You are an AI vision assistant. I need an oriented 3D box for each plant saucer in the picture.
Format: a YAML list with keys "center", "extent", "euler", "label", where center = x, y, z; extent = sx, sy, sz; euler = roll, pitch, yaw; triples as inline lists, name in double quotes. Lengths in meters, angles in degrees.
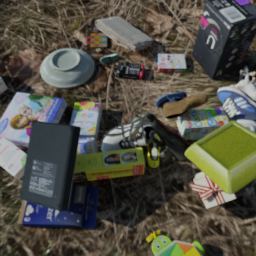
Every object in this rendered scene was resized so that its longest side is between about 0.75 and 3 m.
- center: [2.993, 0.622, 8.108]
  extent: [2.083, 0.499, 2.080]
  euler: [-30, 37, -9]
  label: "plant saucer"
- center: [-2.737, -2.837, 12.452]
  extent: [2.425, 0.609, 2.425]
  euler: [0, 57, 0]
  label: "plant saucer"

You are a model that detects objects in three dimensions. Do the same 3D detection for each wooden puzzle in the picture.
- center: [-1.526, -4.250, 13.644]
  extent: [0.993, 0.118, 1.675]
  euler: [-2, 57, -1]
  label: "wooden puzzle"

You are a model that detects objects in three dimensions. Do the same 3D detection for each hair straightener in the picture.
- center: [1.286, 0.431, 9.309]
  extent: [0.568, 2.778, 1.069]
  euler: [-11, 52, 36]
  label: "hair straightener"

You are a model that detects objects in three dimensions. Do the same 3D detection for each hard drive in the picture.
- center: [-2.428, 1.090, 8.624]
  extent: [1.753, 0.413, 2.511]
  euler: [7, 87, 27]
  label: "hard drive"

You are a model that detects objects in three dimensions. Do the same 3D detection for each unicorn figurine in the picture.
- center: [4.847, -1.600, 11.268]
  extent: [1.296, 0.697, 1.887]
  euler: [-38, 52, -14]
  label: "unicorn figurine"

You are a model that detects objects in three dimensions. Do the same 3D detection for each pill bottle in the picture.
- center: [-1.723, 0.693, 10.127]
  extent: [1.106, 0.620, 0.620]
  euler: [-4, 57, 7]
  label: "pill bottle"

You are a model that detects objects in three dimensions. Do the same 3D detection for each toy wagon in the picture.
- center: [1.423, 4.117, 8.030]
  extent: [2.000, 0.510, 2.578]
  euler: [-29, 62, -18]
  label: "toy wagon"

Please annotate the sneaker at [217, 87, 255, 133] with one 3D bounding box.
- center: [4.127, -0.572, 10.833]
  extent: [2.093, 0.843, 1.533]
  euler: [36, 59, 15]
  label: "sneaker"

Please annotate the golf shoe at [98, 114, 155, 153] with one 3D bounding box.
- center: [0.050, 0.375, 9.978]
  extent: [2.384, 0.927, 1.127]
  euler: [-36, 41, -14]
  label: "golf shoe"

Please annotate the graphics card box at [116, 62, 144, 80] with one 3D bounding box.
- center: [0.083, -2.523, 12.423]
  extent: [1.161, 0.295, 0.729]
  euler: [7, 58, 2]
  label: "graphics card box"

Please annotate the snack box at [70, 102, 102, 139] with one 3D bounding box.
- center: [-1.649, -0.295, 10.870]
  extent: [1.076, 0.401, 1.513]
  euler: [0, 57, 10]
  label: "snack box"

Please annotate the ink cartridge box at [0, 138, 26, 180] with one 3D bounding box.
- center: [-4.148, 1.071, 9.925]
  extent: [1.423, 0.479, 0.833]
  euler: [34, 69, 16]
  label: "ink cartridge box"

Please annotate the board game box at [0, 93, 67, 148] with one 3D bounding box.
- center: [-3.741, -0.305, 10.690]
  extent: [2.144, 0.442, 2.149]
  euler: [8, 58, 14]
  label: "board game box"

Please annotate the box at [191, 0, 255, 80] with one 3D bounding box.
- center: [3.968, -3.745, 11.652]
  extent: [1.541, 2.905, 1.776]
  euler: [-21, 60, -13]
  label: "box"

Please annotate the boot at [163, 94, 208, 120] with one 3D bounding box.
- center: [2.064, -0.705, 9.995]
  extent: [1.652, 0.608, 0.623]
  euler: [-17, 44, 22]
  label: "boot"

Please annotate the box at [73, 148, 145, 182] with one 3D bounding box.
- center: [-0.815, 1.300, 9.566]
  extent: [2.695, 1.014, 0.675]
  euler: [-6, 61, -5]
  label: "box"

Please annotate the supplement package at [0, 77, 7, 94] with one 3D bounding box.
- center: [-6.006, -1.887, 11.762]
  extent: [1.305, 0.723, 1.016]
  euler: [34, 63, 21]
  label: "supplement package"

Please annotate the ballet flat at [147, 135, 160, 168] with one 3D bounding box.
- center: [0.944, 0.690, 10.227]
  extent: [0.519, 0.521, 1.554]
  euler: [0, 57, 2]
  label: "ballet flat"

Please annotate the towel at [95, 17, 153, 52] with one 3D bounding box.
- center: [-0.159, -4.457, 13.243]
  extent: [2.533, 0.437, 1.679]
  euler: [42, 44, 19]
  label: "towel"

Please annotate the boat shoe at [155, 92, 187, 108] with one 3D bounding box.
- center: [1.816, -1.109, 11.347]
  extent: [1.414, 0.595, 0.485]
  euler: [-22, 56, -11]
  label: "boat shoe"

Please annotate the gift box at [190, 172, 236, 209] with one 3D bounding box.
- center: [2.641, 1.781, 8.829]
  extent: [1.098, 1.111, 1.190]
  euler: [-31, 85, 16]
  label: "gift box"

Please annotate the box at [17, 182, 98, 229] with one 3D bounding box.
- center: [-2.227, 2.489, 9.167]
  extent: [2.398, 0.389, 1.453]
  euler: [2, 57, 0]
  label: "box"

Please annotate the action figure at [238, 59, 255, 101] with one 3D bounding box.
- center: [5.196, -2.100, 11.736]
  extent: [1.215, 1.043, 2.044]
  euler: [13, 55, 4]
  label: "action figure"

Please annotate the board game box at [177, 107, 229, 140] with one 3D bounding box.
- center: [2.784, -0.156, 10.558]
  extent: [1.662, 0.871, 0.856]
  euler: [-4, 57, -4]
  label: "board game box"

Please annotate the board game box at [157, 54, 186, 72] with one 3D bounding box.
- center: [1.972, -2.950, 12.732]
  extent: [1.224, 0.247, 0.937]
  euler: [1, 57, 1]
  label: "board game box"

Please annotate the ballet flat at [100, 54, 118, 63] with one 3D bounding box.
- center: [-0.898, -3.219, 12.916]
  extent: [0.899, 0.312, 0.312]
  euler: [-19, 59, -17]
  label: "ballet flat"
